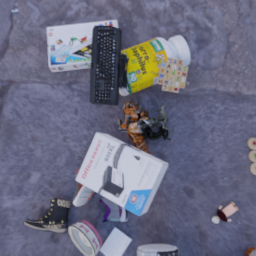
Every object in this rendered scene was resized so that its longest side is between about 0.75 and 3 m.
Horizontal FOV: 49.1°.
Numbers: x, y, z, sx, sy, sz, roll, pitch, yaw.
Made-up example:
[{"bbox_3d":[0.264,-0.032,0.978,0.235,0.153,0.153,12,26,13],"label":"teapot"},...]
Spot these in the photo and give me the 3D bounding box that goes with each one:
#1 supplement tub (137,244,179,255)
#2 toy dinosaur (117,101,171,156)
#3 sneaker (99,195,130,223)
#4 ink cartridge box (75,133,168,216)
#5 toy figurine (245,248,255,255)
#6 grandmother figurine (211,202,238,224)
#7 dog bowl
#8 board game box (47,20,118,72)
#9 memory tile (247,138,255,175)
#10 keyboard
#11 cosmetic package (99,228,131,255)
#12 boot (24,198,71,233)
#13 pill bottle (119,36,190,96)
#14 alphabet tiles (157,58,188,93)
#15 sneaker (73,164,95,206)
[{"bbox_3d":[0.973,4.958,8.857,1.382,1.382,2.257,0,76,0],"label":"supplement tub"},{"bbox_3d":[0.568,0.055,10.212,1.798,1.353,2.649,-12,73,-1],"label":"toy dinosaur"},{"bbox_3d":[-0.606,2.139,9.928,1.029,0.875,2.352,-10,72,8],"label":"sneaker"},{"bbox_3d":[-0.208,1.410,8.933,2.392,1.001,1.735,24,91,20],"label":"ink cartridge box"},{"bbox_3d":[4.889,4.924,8.858,2.315,1.636,2.351,-1,77,5],"label":"toy figurine"},{"bbox_3d":[3.419,3.079,9.960,0.999,0.303,0.606,-31,50,-5],"label":"grandmother figurine"},{"bbox_3d":[-1.399,3.672,9.340,1.287,1.287,0.475,48,49,11],"label":"dog bowl"},{"bbox_3d":[-1.794,-3.378,11.524,2.938,0.509,1.855,-6,75,-2],"label":"board game box"},{"bbox_3d":[5.496,1.099,10.531,1.913,0.161,1.466,2,75,0],"label":"memory tile"},{"bbox_3d":[-0.634,-2.116,9.528,1.406,0.535,2.700,3,98,5],"label":"keyboard"},{"bbox_3d":[-0.426,4.042,9.651,0.702,0.241,0.931,31,76,21],"label":"cosmetic package"},{"bbox_3d":[-2.762,3.012,9.793,1.489,0.545,1.121,11,77,-2],"label":"boot"},{"bbox_3d":[0.813,-2.450,10.705,2.877,1.622,1.622,-22,76,-6],"label":"pill bottle"},{"bbox_3d":[1.588,-1.868,9.963,0.976,0.037,1.173,10,91,-2],"label":"alphabet tiles"},{"bbox_3d":[-1.572,1.859,10.172,0.795,0.748,1.942,15,71,32],"label":"sneaker"}]
